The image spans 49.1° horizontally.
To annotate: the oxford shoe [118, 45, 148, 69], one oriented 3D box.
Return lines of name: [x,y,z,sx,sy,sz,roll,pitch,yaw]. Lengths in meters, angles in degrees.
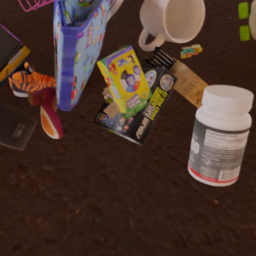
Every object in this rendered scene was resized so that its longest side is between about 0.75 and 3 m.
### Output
oxford shoe: [-0.006,-2.349,9.256,0.719,0.619,1.704,4,34,-32]

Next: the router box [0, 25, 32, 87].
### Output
router box: [-3.404,-1.100,6.429,2.569,0.656,1.916,-48,16,-1]

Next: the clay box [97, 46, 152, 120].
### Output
clay box: [-0.005,-0.796,5.059,0.671,1.168,0.278,-37,21,-29]

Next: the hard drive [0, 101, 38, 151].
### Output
hard drive: [-3.024,-0.077,6.925,0.298,1.410,0.951,17,78,40]

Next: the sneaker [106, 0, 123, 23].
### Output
sneaker: [-1.046,-3.844,8.448,1.374,2.409,0.873,26,80,-18]

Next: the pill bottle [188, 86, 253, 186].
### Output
pill bottle: [1.630,0.124,5.004,0.928,1.629,0.928,2,25,-1]

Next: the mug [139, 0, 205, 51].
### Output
mug: [0.982,-3.055,8.090,1.892,1.397,1.659,-57,36,4]

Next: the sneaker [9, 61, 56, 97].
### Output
sneaker: [-3.263,-1.752,10.202,2.232,1.251,0.866,-3,49,-3]

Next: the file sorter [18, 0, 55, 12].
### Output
file sorter: [-2.775,-4.324,8.820,0.921,0.831,1.325,-8,30,39]

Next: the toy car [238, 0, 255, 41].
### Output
toy car: [4.124,-3.370,8.489,1.311,1.259,1.596,-1,24,26]

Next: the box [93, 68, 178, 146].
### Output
box: [0.066,-0.609,6.808,1.689,0.467,2.108,-62,29,-4]

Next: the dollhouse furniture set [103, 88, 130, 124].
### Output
dollhouse furniture set: [-0.276,-0.387,5.552,0.697,0.818,0.399,44,92,1]

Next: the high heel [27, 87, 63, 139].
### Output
high heel: [-1.876,-0.439,7.326,0.941,0.661,1.961,-14,39,-32]

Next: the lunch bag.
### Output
lunch bag: [-1.248,-1.970,6.749,1.365,2.184,2.901,8,46,-11]

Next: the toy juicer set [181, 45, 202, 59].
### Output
toy juicer set: [2.214,-2.623,9.729,0.725,1.140,0.310,-9,93,9]

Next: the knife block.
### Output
knife block: [1.284,-1.311,7.189,1.794,0.574,1.575,34,15,-22]
